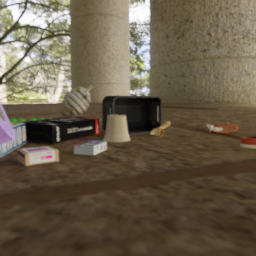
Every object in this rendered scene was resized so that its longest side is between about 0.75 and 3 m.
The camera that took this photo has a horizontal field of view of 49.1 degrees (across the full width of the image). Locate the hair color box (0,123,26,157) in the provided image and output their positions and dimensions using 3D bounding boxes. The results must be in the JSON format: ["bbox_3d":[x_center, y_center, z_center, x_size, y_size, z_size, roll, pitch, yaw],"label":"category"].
[{"bbox_3d":[-3.919,0.324,8.087,1.190,0.720,2.379,0,7,-3],"label":"hair color box"}]

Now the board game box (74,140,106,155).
[{"bbox_3d":[-1.074,0.559,8.041,0.627,0.273,0.850,3,7,19],"label":"board game box"}]

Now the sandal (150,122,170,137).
[{"bbox_3d":[1.254,0.156,10.899,0.392,0.352,1.070,6,-30,-36],"label":"sandal"}]

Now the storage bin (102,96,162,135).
[{"bbox_3d":[0.174,-0.560,11.777,2.319,1.568,1.087,-4,9,-28],"label":"storage bin"}]

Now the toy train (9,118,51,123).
[{"bbox_3d":[-4.239,-0.142,12.887,2.534,0.529,0.715,-1,17,-9],"label":"toy train"}]

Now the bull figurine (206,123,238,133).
[{"bbox_3d":[3.994,-0.006,11.952,1.311,0.427,0.796,2,7,13],"label":"bull figurine"}]

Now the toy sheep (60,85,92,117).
[{"bbox_3d":[-2.046,-1.093,11.229,1.685,1.162,1.162,-41,17,-10],"label":"toy sheep"}]

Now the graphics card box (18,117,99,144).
[{"bbox_3d":[-2.529,0.026,10.553,1.736,0.704,2.767,4,7,26],"label":"graphics card box"}]

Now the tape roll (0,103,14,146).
[{"bbox_3d":[-3.475,-0.623,5.882,1.046,2.462,2.462,-29,15,-14],"label":"tape roll"}]

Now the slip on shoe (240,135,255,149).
[{"bbox_3d":[4.163,0.412,8.613,1.382,0.423,0.512,2,5,1],"label":"slip on shoe"}]

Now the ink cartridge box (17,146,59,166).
[{"bbox_3d":[-2.220,0.678,6.899,0.823,0.309,0.678,-4,7,-37],"label":"ink cartridge box"}]

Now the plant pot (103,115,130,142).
[{"bbox_3d":[-0.418,-0.010,10.055,0.986,0.902,0.986,0,7,0],"label":"plant pot"}]
